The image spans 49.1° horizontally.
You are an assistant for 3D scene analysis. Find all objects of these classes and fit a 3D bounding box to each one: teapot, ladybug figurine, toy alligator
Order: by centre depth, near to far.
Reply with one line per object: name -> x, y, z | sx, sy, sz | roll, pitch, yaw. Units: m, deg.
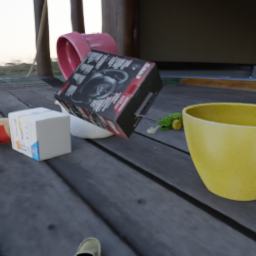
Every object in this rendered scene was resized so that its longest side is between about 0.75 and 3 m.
ladybug figurine -> -5.134, 0.216, 10.751 | 2.149, 0.773, 1.459 | -12, -14, -1
teapot -> -1.529, -0.660, 12.620 | 2.456, 1.817, 2.488 | 7, 16, 25
toy alligator -> 2.018, -0.293, 13.437 | 2.858, 0.687, 0.947 | -13, 19, -41

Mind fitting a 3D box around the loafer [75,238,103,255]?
loafer -> -0.662, 2.166, 4.595 | 0.446, 0.396, 1.174 | 0, 15, 0

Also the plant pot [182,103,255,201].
plant pot -> 2.828, 0.607, 7.269 | 2.903, 2.061, 2.903 | 0, 15, 0

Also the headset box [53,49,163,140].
headset box -> -0.396, -0.882, 6.923 | 2.320, 1.727, 0.896 | 22, -20, 32

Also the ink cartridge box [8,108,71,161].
ink cartridge box -> -3.215, 0.164, 10.217 | 1.932, 1.422, 1.397 | 13, 20, 42

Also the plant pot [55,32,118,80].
plant pot -> -1.500, -2.793, 10.941 | 1.874, 2.094, 2.094 | -28, 28, -30
